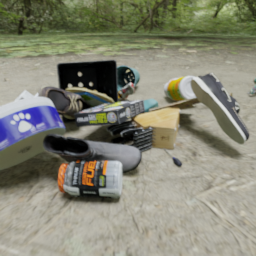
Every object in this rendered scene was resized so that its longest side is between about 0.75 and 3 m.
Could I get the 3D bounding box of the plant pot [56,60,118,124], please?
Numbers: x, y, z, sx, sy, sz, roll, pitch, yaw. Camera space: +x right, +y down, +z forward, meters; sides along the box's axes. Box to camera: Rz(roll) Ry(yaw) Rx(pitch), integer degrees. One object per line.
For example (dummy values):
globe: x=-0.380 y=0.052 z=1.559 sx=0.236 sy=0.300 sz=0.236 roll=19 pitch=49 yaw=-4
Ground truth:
plant pot: x=-1.885 y=-1.704 z=12.073 sx=2.376 sy=2.371 sz=2.108 roll=-8 pitch=18 yaw=-19

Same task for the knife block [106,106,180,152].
knife block: x=0.564 y=-0.009 z=9.750 sx=2.270 sy=0.827 sz=2.586 roll=7 pitch=28 yaw=13

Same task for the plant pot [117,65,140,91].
plant pot: x=-0.032 y=-2.737 z=15.486 sx=1.432 sy=1.432 sz=1.402 roll=8 pitch=15 yaw=17

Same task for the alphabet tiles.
alphabet tiles: x=1.977 y=-0.838 z=11.169 sx=1.791 sy=0.081 sz=2.142 roll=-14 pitch=-6 yaw=21

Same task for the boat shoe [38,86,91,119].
boat shoe: x=-2.201 y=-0.935 z=10.249 sx=1.068 sy=1.085 sz=2.912 roll=-2 pitch=-2 yaw=15

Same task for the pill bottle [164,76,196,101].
pill bottle: x=2.483 y=-1.841 z=13.315 sx=1.088 sy=1.088 sz=1.960 roll=-8 pitch=8 yaw=-18

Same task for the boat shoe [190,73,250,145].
boat shoe: x=3.113 y=-0.726 z=9.118 sx=0.851 sy=1.042 sz=2.822 roll=-26 pitch=55 yaw=-6

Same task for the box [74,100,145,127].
box: x=-0.572 y=-0.530 z=9.648 sx=1.662 sy=0.459 sz=2.075 roll=-4 pitch=13 yaw=28

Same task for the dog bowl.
dog bowl: x=-2.947 y=0.207 z=7.528 sx=2.400 sy=0.945 sz=2.400 roll=-30 pitch=-8 yaw=-4

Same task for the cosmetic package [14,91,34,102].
cosmetic package: x=-3.543 y=-0.724 z=10.352 sx=0.684 sy=1.212 sz=0.492 roll=-37 pitch=31 yaw=25

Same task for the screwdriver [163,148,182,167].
screwdriver: x=1.366 y=0.887 z=8.675 sx=0.171 sy=0.164 sz=1.174 roll=26 pitch=11 yaw=-22

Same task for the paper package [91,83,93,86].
paper package: x=-1.529 y=-2.483 z=15.771 sx=1.076 sy=0.557 sz=1.025 roll=-2 pitch=24 yaw=-7

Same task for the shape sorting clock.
shape sorting clock: x=-1.581 y=-1.255 z=11.626 sx=2.104 sy=0.413 sz=2.104 roll=9 pitch=-13 yaw=2

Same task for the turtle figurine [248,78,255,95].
turtle figurine: x=7.002 y=-2.081 z=14.420 sx=1.537 sy=1.034 sz=2.054 roll=-9 pitch=31 yaw=-19

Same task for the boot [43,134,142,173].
boot: x=-0.866 y=0.683 z=7.294 sx=2.391 sy=0.834 sz=1.574 roll=1 pitch=-14 yaw=6

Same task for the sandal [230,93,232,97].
sandal: x=4.085 y=-1.034 z=11.469 sx=0.268 sy=0.814 sz=0.298 roll=1 pitch=-2 yaw=42

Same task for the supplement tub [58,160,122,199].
supplement tub: x=-0.899 y=1.253 z=6.869 sx=1.470 sy=0.900 sz=0.900 roll=1 pitch=24 yaw=3

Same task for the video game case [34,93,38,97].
video game case: x=-3.791 y=-1.606 z=14.209 sx=1.788 sy=0.209 sz=1.626 roll=0 pitch=24 yaw=-1

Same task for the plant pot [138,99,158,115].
plant pot: x=0.821 y=-0.800 z=11.467 sx=0.818 sy=0.578 sz=0.578 roll=-30 pitch=45 yaw=-21

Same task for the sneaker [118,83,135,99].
sneaker: x=-0.122 y=-1.718 z=13.483 sx=0.547 sy=0.518 sz=1.332 roll=-15 pitch=-13 yaw=-31
